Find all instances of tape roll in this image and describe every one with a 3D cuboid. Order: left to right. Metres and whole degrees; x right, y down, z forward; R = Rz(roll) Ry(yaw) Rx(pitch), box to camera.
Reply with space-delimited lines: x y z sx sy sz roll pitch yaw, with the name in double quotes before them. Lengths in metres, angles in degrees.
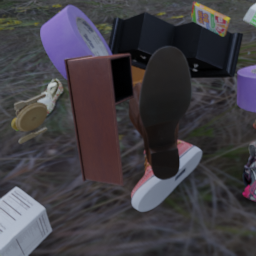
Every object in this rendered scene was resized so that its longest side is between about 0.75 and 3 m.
"tape roll" -1.309 -2.173 7.843 0.935 2.200 2.200 -28 38 19
"tape roll" 4.617 -1.259 8.494 2.466 1.048 2.466 -7 21 3

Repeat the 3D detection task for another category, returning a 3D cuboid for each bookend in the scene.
"bookend" 1.381 -2.568 8.839 2.930 1.358 2.948 10 2 -34

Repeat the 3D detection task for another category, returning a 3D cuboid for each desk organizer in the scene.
"desk organizer" -0.446 -0.173 5.612 0.965 2.507 0.899 4 19 28

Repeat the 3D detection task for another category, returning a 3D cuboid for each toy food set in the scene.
"toy food set" -2.514 -0.301 7.151 0.284 1.417 0.978 41 50 22

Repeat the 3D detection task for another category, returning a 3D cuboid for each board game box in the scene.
"board game box" 2.018 -2.738 7.039 1.057 0.505 0.158 40 72 23

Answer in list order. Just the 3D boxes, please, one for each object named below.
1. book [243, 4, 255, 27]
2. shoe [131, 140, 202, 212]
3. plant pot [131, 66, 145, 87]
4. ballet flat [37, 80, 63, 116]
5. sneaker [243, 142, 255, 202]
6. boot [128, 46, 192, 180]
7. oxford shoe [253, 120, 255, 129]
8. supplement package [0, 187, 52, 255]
"book" 4.291 -2.441 7.309 2.467 0.593 1.648 34 35 12
"shoe" 0.831 1.181 8.263 1.352 1.062 2.972 31 45 32
"plant pot" 0.021 -2.672 12.346 1.915 1.340 1.915 0 42 0
"ballet flat" -3.216 -1.294 11.304 0.769 0.650 2.033 6 42 4
"sneaker" 3.821 1.193 8.325 0.807 0.871 2.162 7 42 11
"boot" 0.506 -0.698 6.515 0.956 2.774 2.976 -1 26 -6
"oxford shoe" 5.205 0.004 9.920 1.405 0.525 0.495 22 46 23
"supplement package" -2.942 2.588 6.538 1.081 1.123 1.974 26 47 24
